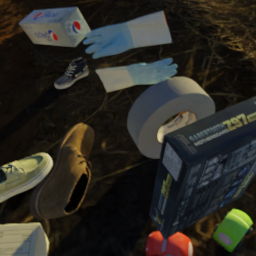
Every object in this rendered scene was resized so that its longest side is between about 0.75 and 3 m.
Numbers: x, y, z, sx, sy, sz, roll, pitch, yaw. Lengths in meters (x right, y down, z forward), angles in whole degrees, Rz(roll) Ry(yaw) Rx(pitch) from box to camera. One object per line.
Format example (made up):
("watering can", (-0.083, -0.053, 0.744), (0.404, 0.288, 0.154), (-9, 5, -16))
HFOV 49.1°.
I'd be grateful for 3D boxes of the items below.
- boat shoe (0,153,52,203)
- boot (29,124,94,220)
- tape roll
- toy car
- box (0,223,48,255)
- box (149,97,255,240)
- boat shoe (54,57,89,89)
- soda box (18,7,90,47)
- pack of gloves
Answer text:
("boat shoe", (-3.386, 1.449, 8.109), (2.550, 0.791, 0.918), (-34, 54, -28))
("boot", (-1.056, 0.809, 5.861), (0.902, 0.880, 2.390), (-12, 39, 29))
("tape roll", (1.288, -0.239, 8.493), (2.578, 2.578, 0.852), (-17, 48, -16))
("toy car", (2.190, 2.881, 6.826), (2.821, 0.629, 2.655), (36, 56, 29))
("box", (-2.571, 3.615, 5.736), (1.414, 1.158, 2.979), (-2, 46, -2))
("box", (1.620, 0.872, 5.489), (2.241, 2.841, 0.725), (-21, 52, -19))
("boat shoe", (-2.429, -2.358, 11.813), (0.648, 0.805, 1.736), (30, 52, 26))
("soda box", (-2.361, -3.171, 8.834), (2.489, 0.850, 0.789), (18, 62, 41))
("pack of gloves", (0.036, -1.828, 7.673), (2.447, 2.055, 0.483), (-6, 43, 23))
